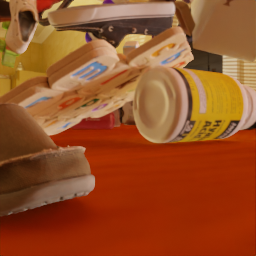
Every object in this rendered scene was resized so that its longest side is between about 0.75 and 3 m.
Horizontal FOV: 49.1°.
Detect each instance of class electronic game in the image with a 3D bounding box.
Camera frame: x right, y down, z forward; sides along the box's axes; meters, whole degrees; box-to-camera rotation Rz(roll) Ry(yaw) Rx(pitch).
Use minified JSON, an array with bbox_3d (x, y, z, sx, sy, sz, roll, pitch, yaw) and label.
[{"bbox_3d":[2.262,-3.535,9.280,1.981,0.412,1.981,-39,-15,-12],"label":"electronic game"}]

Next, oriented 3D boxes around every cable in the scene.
[{"bbox_3d":[-1.534,-3.549,7.100,2.842,1.380,0.715,-15,-3,5],"label":"cable"}]

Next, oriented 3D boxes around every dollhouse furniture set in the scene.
[{"bbox_3d":[1.026,-2.494,6.530,1.528,1.085,1.211,48,8,-45],"label":"dollhouse furniture set"}]

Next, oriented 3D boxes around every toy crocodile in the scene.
[{"bbox_3d":[-3.234,-2.546,7.835,0.576,1.707,0.527,14,-9,-40],"label":"toy crocodile"}]

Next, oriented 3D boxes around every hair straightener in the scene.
[{"bbox_3d":[-1.829,-0.162,7.565,2.813,0.576,1.082,-5,3,-17],"label":"hair straightener"}]

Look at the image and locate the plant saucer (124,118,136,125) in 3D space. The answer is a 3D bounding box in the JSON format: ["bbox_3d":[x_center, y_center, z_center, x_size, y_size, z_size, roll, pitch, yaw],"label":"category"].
[{"bbox_3d":[0.656,-0.278,11.375,1.655,0.303,1.655,-1,2,0],"label":"plant saucer"}]

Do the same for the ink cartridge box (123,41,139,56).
[{"bbox_3d":[0.162,-3.684,13.236,0.611,0.627,0.975,1,36,13],"label":"ink cartridge box"}]

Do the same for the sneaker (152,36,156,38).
[{"bbox_3d":[1.052,-4.142,11.686,0.558,1.338,0.540,-6,-6,34],"label":"sneaker"}]

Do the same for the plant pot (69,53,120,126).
[{"bbox_3d":[-1.438,-1.314,9.769,2.337,2.500,2.337,0,2,0],"label":"plant pot"}]

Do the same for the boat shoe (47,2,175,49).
[{"bbox_3d":[-0.259,-2.070,5.747,2.624,0.869,0.917,-13,28,-21],"label":"boat shoe"}]

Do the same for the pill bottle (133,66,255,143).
[{"bbox_3d":[1.051,-0.315,4.033,1.790,0.996,0.996,-2,3,-33],"label":"pill bottle"}]

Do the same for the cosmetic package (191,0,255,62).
[{"bbox_3d":[2.707,-3.136,7.087,1.723,2.059,1.713,11,-34,-7],"label":"cosmetic package"}]

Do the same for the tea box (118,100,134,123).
[{"bbox_3d":[-0.731,-1.729,13.813,2.839,2.886,1.928,2,4,11],"label":"tea box"}]

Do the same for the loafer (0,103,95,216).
[{"bbox_3d":[-0.628,0.091,1.330,1.228,0.428,0.462,2,3,43],"label":"loafer"}]

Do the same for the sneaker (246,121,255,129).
[{"bbox_3d":[3.274,-0.342,8.024,1.072,0.700,1.916,1,4,-7],"label":"sneaker"}]

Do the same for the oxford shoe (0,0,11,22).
[{"bbox_3d":[-3.658,-2.754,6.900,2.021,0.721,0.720,-12,-28,-28],"label":"oxford shoe"}]

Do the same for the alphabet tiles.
[{"bbox_3d":[-0.430,-0.520,4.074,2.812,0.210,2.875,-26,-6,17],"label":"alphabet tiles"}]

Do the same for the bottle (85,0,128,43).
[{"bbox_3d":[-0.550,-2.779,7.350,0.608,0.778,1.862,-37,-4,-34],"label":"bottle"}]

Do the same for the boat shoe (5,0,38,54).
[{"bbox_3d":[-2.226,-2.474,6.147,0.591,1.705,0.604,-11,-18,41],"label":"boat shoe"}]
